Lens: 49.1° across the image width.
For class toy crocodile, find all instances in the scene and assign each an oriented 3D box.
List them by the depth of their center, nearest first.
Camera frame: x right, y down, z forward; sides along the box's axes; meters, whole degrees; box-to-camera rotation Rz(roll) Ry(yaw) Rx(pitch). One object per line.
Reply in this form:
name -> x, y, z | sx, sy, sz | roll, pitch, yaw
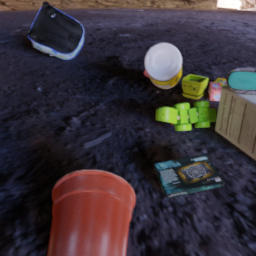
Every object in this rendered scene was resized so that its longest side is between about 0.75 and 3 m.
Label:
toy crocodile -> 2.042, -0.396, 9.366 | 2.630, 0.888, 0.812 | -7, 2, -38

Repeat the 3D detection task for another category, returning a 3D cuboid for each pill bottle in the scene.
pill bottle -> 1.525, -2.454, 11.736 | 1.448, 1.448, 2.534 | 6, -1, 11

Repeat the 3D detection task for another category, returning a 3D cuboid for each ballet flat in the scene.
ballet flat -> 4.025, -1.250, 7.745 | 2.479, 0.892, 0.892 | 12, 31, 20

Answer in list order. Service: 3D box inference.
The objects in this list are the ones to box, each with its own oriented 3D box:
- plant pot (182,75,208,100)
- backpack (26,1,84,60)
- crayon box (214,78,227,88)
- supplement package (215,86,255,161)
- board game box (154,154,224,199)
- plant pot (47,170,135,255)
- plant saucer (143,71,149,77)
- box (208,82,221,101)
plant pot -> 2.853, -1.746, 12.082 | 0.896, 0.817, 0.901 | 18, 34, 30
backpack -> -4.195, -5.573, 17.035 | 2.926, 2.678, 2.150 | 25, -9, -5
crayon box -> 4.483, -1.995, 13.058 | 0.894, 0.302, 1.036 | 17, 33, 28
supplement package -> 4.189, -0.124, 8.226 | 1.667, 1.673, 2.852 | -13, 32, -18
board game box -> 1.473, 1.167, 6.946 | 1.454, 0.205, 0.983 | -10, 42, -8
plant pot -> -0.682, 1.882, 4.894 | 1.643, 1.643, 1.598 | 0, 37, 1
plant saucer -> 1.208, -2.831, 14.684 | 0.805, 0.204, 0.805 | 0, 28, 0
box -> 3.763, -1.577, 12.112 | 0.463, 0.502, 0.978 | 4, 30, 9
